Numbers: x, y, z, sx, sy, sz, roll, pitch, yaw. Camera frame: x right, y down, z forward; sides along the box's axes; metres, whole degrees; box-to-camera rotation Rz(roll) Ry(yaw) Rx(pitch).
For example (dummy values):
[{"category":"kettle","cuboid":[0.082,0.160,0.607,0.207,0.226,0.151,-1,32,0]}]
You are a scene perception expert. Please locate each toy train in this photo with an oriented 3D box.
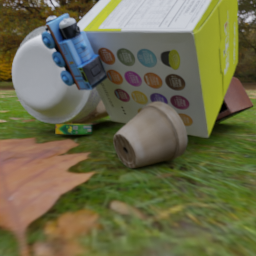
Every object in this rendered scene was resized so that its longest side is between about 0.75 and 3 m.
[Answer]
[{"category":"toy train","cuboid":[-1.065,-1.460,5.541,0.881,1.542,0.669,6,40,40]}]

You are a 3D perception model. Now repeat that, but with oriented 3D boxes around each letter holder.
[{"category":"letter holder","cuboid":[2.643,-1.151,9.006,1.396,1.973,2.775,-30,-10,35]}]

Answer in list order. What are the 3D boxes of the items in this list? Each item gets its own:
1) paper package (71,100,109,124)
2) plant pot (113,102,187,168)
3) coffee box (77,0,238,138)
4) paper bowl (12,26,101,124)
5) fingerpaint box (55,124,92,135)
[{"category":"paper package","cuboid":[-1.230,-1.476,9.922,1.270,2.339,2.454,-22,0,31]},{"category":"plant pot","cuboid":[0.325,0.229,5.211,1.020,1.175,1.175,-26,22,-29]},{"category":"coffee box","cuboid":[0.910,-1.857,6.674,2.749,2.775,2.779,11,54,30]},{"category":"paper bowl","cuboid":[-2.108,-1.475,7.915,2.734,2.734,1.422,4,8,23]},{"category":"fingerpaint box","cuboid":[-1.525,0.043,7.912,0.665,0.292,0.797,1,1,36]}]
